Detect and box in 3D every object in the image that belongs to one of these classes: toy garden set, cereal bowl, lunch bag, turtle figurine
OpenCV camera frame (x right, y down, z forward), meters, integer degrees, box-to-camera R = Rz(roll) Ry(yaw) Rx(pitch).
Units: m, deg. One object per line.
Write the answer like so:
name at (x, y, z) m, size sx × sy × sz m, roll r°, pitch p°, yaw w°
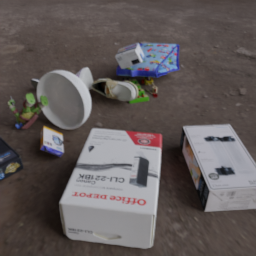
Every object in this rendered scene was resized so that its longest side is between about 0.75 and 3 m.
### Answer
toy garden set at (0.572, -1.869, 12.771) m, size 1.661 × 0.398 × 1.992 m, roll -10°, pitch 36°, yaw -14°
cereal bowl at (-2.198, -1.065, 10.130) m, size 2.150 × 2.150 × 0.895 m, roll 16°, pitch 31°, yaw 22°
lunch bag at (0.916, -3.042, 13.281) m, size 2.121 × 1.325 × 2.818 m, roll 12°, pitch 33°, yaw 30°
turtle figurine at (-3.687, -0.886, 10.278) m, size 1.566 × 1.162 × 1.615 m, roll -29°, pitch 33°, yaw 40°

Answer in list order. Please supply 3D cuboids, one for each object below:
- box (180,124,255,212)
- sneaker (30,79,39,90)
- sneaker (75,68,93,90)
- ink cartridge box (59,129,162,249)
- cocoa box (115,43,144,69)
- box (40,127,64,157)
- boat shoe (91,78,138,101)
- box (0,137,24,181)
box at (2.658, 1.032, 8.245) m, size 1.638 × 0.844 × 2.808 m, roll -3°, pitch 36°, yaw -4°
sneaker at (-3.619, -2.103, 12.884) m, size 1.455 × 0.553 × 1.051 m, roll 20°, pitch 49°, yaw 11°
sneaker at (-2.517, -1.897, 12.360) m, size 1.564 × 0.994 × 2.742 m, roll -10°, pitch 24°, yaw 13°
ink cartridge box at (-0.271, 1.395, 7.378) m, size 2.143 × 1.244 × 2.970 m, roll 5°, pitch 35°, yaw 7°
cocoa box at (0.079, -3.191, 12.440) m, size 1.041 × 0.694 × 0.683 m, roll -10°, pitch 41°, yaw 28°
box at (-2.509, 0.487, 9.217) m, size 0.721 × 0.251 × 1.211 m, roll 27°, pitch 25°, yaw -29°
boat shoe at (-0.614, -1.566, 11.754) m, size 0.807 × 0.882 × 2.360 m, roll -17°, pitch 24°, yaw -41°
box at (-4.745, 1.055, 8.462) m, size 2.253 × 0.560 × 2.236 m, roll -31°, pitch 47°, yaw -34°
